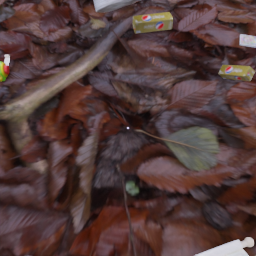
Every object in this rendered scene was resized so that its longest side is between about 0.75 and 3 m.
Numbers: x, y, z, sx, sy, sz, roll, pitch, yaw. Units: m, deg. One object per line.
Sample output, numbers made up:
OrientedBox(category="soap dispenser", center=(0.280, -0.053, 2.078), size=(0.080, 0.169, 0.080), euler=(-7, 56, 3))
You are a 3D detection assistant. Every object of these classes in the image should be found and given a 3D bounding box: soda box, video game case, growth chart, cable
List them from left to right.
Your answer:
OrientedBox(category="cable", center=(-0.328, -3.999, 8.571), size=(1.526, 0.529, 1.527), euler=(-9, 20, 28))
OrientedBox(category="soda box", center=(0.932, -4.001, 10.659), size=(1.452, 0.465, 0.492), euler=(-9, 54, -7))
OrientedBox(category="soda box", center=(2.623, -1.343, 6.803), size=(0.802, 0.257, 0.272), euler=(24, 87, 55))
OrientedBox(category="growth chart", center=(2.064, 3.580, 5.072), size=(2.087, 0.256, 2.883), euler=(-8, 53, -6))
OrientedBox(category="video game case", center=(4.549, -3.181, 10.286), size=(0.846, 0.076, 0.606), euler=(12, 54, 8))

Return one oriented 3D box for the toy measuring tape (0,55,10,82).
OrientedBox(category="toy measuring tape", center=(-4.135, -2.087, 9.207), size=(0.518, 0.518, 1.408), euler=(-4, 53, -3))
